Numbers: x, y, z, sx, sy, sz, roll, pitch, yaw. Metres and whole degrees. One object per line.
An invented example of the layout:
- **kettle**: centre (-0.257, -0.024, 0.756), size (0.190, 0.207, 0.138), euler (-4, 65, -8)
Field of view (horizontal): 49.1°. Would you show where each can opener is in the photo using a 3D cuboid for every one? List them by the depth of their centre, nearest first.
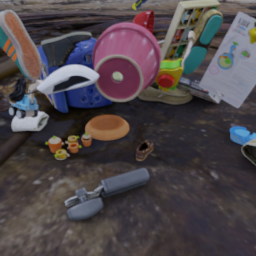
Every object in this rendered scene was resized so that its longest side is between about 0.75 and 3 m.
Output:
- **can opener**: centre (-0.488, 1.817, 7.579), size (2.445, 0.652, 0.818), euler (-13, 64, -23)

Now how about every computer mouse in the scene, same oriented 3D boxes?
- **computer mouse**: centre (-2.090, -1.338, 7.837), size (2.539, 0.557, 1.392), euler (-14, 26, 1)

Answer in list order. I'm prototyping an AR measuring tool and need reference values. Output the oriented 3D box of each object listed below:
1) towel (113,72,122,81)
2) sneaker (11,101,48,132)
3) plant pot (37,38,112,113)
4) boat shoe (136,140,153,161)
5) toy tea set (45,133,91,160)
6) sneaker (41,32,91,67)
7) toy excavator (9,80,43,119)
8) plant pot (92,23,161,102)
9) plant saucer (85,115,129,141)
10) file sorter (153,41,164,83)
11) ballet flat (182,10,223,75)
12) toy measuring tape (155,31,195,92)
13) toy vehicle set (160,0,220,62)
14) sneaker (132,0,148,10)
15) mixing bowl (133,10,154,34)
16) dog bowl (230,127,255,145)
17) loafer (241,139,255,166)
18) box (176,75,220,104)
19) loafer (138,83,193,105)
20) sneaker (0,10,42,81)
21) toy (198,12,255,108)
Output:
- **towel**: centre (-0.308, -3.048, 16.385), size (1.374, 0.338, 1.851), euler (1, 29, 4)
- **sneaker**: centre (-3.808, -0.523, 11.522), size (1.199, 0.765, 2.075), euler (3, 39, 1)
- **plant pot**: centre (-2.597, -2.472, 12.873), size (2.603, 2.895, 2.895), euler (-19, 35, -21)
- **boat shoe**: centre (0.595, 0.682, 9.626), size (0.405, 0.404, 1.150), euler (9, 29, 19)
- **toy tea set**: centre (-2.045, 0.479, 9.791), size (0.934, 0.581, 1.570), euler (26, 38, 38)
- **sneaker**: centre (-1.978, -2.619, 9.410), size (1.707, 0.907, 0.638), euler (-13, 9, 6)
- **toy excavator**: centre (-3.228, -0.951, 9.078), size (1.297, 1.333, 0.666), euler (18, 17, 32)
- **plant pot**: centre (-0.144, -1.984, 9.179), size (2.396, 2.396, 2.144), euler (4, 33, 7)
- **plant saucer**: centre (-0.829, -0.080, 11.072), size (1.737, 0.325, 1.737), euler (0, 30, 0)
- **file sorter**: centre (1.186, -3.164, 14.268), size (2.336, 1.455, 1.621), euler (-29, 3, 45)
- **ballet flat**: centre (2.807, -3.403, 11.162), size (0.946, 2.677, 0.946), euler (16, 37, -13)
- **toy measuring tape**: centre (1.511, -2.298, 10.063), size (1.039, 2.823, 1.039), euler (4, 57, -6)
- **toy vehicle set**: centre (2.412, -3.906, 11.493), size (1.706, 2.745, 0.364), euler (-15, 63, -21)
- **sneaker**: centre (0.474, -4.736, 10.578), size (0.751, 0.278, 0.309), euler (-37, 2, 6)
- **mixing bowl**: centre (0.594, -4.276, 11.761), size (0.705, 1.301, 1.301), euler (13, 32, 15)
- **dog bowl**: centre (4.398, 0.381, 10.217), size (1.401, 0.347, 0.781), euler (22, 36, 33)
- **loafer**: centre (4.365, 1.084, 8.457), size (0.846, 0.937, 2.478), euler (-9, 21, -13)
- **box**: centre (3.142, -1.977, 13.606), size (2.528, 0.439, 1.391), euler (30, 3, 41)
- **loafer**: centre (1.771, -1.714, 13.405), size (2.645, 0.892, 1.005), euler (3, 29, 5)
- **sneaker**: centre (-4.232, -3.039, 10.671), size (1.066, 2.668, 0.952), euler (3, 34, 36)
- **toy**: centre (3.562, -2.104, 8.883), size (1.553, 2.697, 0.637), euler (34, 47, 14)
